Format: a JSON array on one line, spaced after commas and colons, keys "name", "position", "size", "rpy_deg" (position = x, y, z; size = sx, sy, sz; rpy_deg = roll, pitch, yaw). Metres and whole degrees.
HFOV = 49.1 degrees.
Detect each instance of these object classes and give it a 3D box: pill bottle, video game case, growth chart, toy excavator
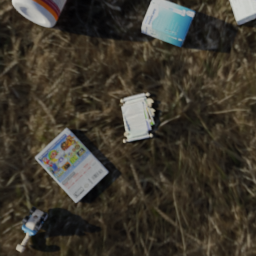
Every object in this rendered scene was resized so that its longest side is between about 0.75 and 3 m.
[{"name": "pill bottle", "position": [-2.756, -5.211, 9.906], "size": [1.569, 1.569, 2.864], "rpy_deg": [23, 84, 3]}, {"name": "video game case", "position": [-1.982, 1.305, 9.865], "size": [1.544, 0.194, 2.156], "rpy_deg": [-44, 85, -4]}, {"name": "growth chart", "position": [0.359, -0.377, 10.078], "size": [1.238, 0.152, 1.711], "rpy_deg": [-6, 83, -1]}, {"name": "toy excavator", "position": [-3.283, 3.453, 9.445], "size": [0.597, 1.196, 1.163], "rpy_deg": [25, 40, 4]}]

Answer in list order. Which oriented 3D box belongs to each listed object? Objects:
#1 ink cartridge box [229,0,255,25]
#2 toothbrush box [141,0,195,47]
[{"name": "ink cartridge box", "position": [4.705, -4.918, 10.002], "size": [2.054, 0.586, 1.669], "rpy_deg": [-17, 82, 22]}, {"name": "toothbrush box", "position": [1.433, -3.846, 10.198], "size": [1.607, 0.685, 1.176], "rpy_deg": [21, 84, 2]}]
